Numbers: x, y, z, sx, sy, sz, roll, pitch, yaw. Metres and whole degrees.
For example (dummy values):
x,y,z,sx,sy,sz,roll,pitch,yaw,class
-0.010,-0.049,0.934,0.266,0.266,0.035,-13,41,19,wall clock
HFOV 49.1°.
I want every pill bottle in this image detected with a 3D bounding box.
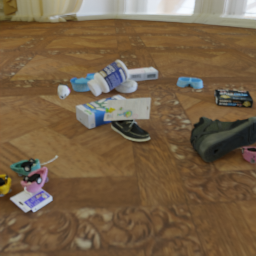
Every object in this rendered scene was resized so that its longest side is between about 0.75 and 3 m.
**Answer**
x,y,z,sx,sy,sz,roll,pitch,yaw,class
-0.984,-2.367,13.568,1.895,1.053,1.053,-36,39,-14,pill bottle

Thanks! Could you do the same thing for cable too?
x,y,z,sx,sy,sz,roll,pitch,yaw,class
-0.116,-2.144,14.281,1.125,0.390,1.125,11,30,22,cable

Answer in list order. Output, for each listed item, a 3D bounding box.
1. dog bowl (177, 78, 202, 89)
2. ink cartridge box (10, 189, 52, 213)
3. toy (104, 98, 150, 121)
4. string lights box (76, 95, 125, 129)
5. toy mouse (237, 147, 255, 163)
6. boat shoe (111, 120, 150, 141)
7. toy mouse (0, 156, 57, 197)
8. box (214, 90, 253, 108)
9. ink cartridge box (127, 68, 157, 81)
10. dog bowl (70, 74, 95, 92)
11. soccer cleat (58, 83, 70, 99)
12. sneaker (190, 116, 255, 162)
x,y,z,sx,sy,sz,roll,pitch,yaw,class
3.259,-2.390,14.794,1.347,0.334,0.751,8,30,16,dog bowl
-2.473,1.828,7.139,0.753,0.165,0.760,22,34,36,ink cartridge box
-0.011,-0.587,9.996,1.610,0.380,0.927,0,57,11,toy
-0.934,-0.676,11.302,2.067,0.610,1.062,-19,34,-31,string lights box
4.279,0.833,8.298,2.392,0.463,2.126,-2,9,26,toy mouse
0.035,-0.034,10.132,0.666,0.627,1.855,-20,35,-38,boat shoe
-2.723,1.325,7.664,2.132,0.413,1.895,13,31,44,toy mouse
4.803,-1.358,12.843,1.542,0.355,1.226,5,29,9,box
0.502,-3.312,16.336,1.750,0.614,2.153,-9,34,-16,ink cartridge box
-2.075,-2.360,14.582,1.078,0.479,1.934,25,37,38,dog bowl
-1.664,-0.893,7.104,0.288,0.356,0.825,11,-4,-7,soccer cleat
3.242,0.041,9.296,2.736,1.046,1.567,-22,36,-11,sneaker
